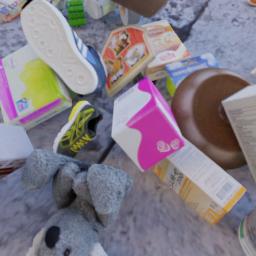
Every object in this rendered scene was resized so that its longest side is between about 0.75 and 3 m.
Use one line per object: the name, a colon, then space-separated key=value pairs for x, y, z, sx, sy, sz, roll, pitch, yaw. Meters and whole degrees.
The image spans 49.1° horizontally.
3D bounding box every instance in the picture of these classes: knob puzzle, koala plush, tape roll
knob puzzle: x=-0.244 y=-2.126 z=7.895 sx=2.180 sy=0.302 sz=2.180 roll=-17 pitch=64 yaw=39
koala plush: x=-0.980 y=1.806 z=5.452 sx=1.995 sy=2.068 sz=2.250 roll=11 pitch=77 yaw=20
tape roll: x=0.005 y=-4.098 z=9.284 sx=0.431 sy=1.305 sz=1.305 roll=-15 pitch=59 yaw=-10

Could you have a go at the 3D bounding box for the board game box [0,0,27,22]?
board game box: x=-4.182 y=-4.504 z=10.121 sx=1.088 sy=0.333 sz=1.436 roll=35 pitch=64 yaw=20

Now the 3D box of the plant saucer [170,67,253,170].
plant saucer: x=2.365 y=-0.334 z=6.819 sx=2.656 sy=0.486 sz=2.656 roll=2 pitch=77 yaw=-11

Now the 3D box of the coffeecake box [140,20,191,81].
coffeecake box: x=0.877 y=-2.393 z=8.589 sx=1.359 sy=0.647 sz=1.770 roll=-17 pitch=59 yaw=-11

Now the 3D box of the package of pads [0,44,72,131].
package of pads: x=-2.534 y=-1.150 z=7.320 sx=1.663 sy=0.734 sz=2.152 roll=-28 pitch=65 yaw=3

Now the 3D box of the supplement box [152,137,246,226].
supplement box: x=1.415 y=1.099 z=6.058 sx=0.678 sy=1.163 sz=1.845 roll=-39 pitch=65 yaw=-21

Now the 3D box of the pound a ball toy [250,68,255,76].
pound a ball toy: x=4.009 y=-1.278 z=7.960 sx=1.114 sy=0.726 sz=1.708 roll=19 pitch=56 yaw=41

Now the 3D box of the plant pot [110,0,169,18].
plant pot: x=0.151 y=-4.254 z=7.389 sx=2.288 sy=2.624 sz=2.624 roll=32 pitch=56 yaw=-20

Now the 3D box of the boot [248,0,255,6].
boot: x=4.925 y=-4.792 z=10.168 sx=1.103 sy=0.592 sz=0.414 roll=-11 pitch=60 yaw=-5

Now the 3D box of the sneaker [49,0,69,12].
sneaker: x=-2.324 y=-4.104 z=9.430 sx=0.564 sy=1.306 sz=0.507 roll=22 pitch=40 yaw=-32

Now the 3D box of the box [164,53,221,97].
box: x=2.160 y=-0.787 z=7.574 sx=1.594 sy=0.623 sz=2.613 roll=-17 pitch=59 yaw=-11

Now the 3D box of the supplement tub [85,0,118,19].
supplement tub: x=-0.887 y=-4.391 z=9.783 sx=0.783 sy=0.783 sz=1.080 roll=38 pitch=64 yaw=21

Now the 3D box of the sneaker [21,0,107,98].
sneaker: x=-1.513 y=-2.022 z=7.346 sx=1.042 sy=1.894 sz=2.587 roll=-34 pitch=98 yaw=14

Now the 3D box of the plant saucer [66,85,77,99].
plant saucer: x=-2.054 y=-1.326 z=8.100 sx=1.612 sy=0.250 sz=1.612 roll=2 pitch=59 yaw=-3

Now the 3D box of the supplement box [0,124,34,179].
supplement box: x=-3.269 y=0.884 z=5.297 sx=2.615 sy=1.423 sz=0.796 roll=-30 pitch=81 yaw=7

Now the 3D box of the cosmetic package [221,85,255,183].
cosmetic package: x=3.122 y=0.193 z=5.971 sx=0.991 sy=1.174 sz=2.271 roll=-29 pitch=99 yaw=-24

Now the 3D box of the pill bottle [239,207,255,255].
pill bottle: x=2.966 y=1.694 z=4.987 sx=1.246 sy=2.203 sz=1.246 roll=2 pitch=52 yaw=-3

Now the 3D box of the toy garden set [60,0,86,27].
toy garden set: x=-2.067 y=-3.937 z=9.827 sx=1.071 sy=0.256 sz=1.285 roll=-9 pitch=59 yaw=-7

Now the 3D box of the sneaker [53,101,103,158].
sneaker: x=-1.170 y=0.184 z=6.529 sx=0.702 sy=0.618 sz=1.659 roll=23 pitch=90 yaw=29

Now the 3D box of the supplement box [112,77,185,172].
supplement box: x=0.357 y=-0.177 z=5.945 sx=1.013 sy=1.035 sz=2.003 roll=-34 pitch=20 yaw=14
